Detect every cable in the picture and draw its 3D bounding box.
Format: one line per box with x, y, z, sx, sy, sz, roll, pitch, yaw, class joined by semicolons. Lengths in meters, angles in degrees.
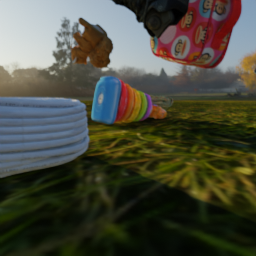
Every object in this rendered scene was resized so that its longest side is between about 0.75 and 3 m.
-1.939;-0.004;4.069;2.695;0.933;2.695;-4;8;-31;cable

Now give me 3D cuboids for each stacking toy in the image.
0.249;-0.729;9.590;2.741;1.504;1.591;10;1;-31;stacking toy

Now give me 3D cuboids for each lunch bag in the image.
1.755;-2.925;6.899;1.133;2.765;2.435;3;18;-33;lunch bag

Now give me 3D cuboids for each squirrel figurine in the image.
-0.664;-1.374;4.939;0.805;0.752;0.570;45;24;9;squirrel figurine

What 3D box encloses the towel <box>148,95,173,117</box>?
0.361;-0.802;11.067;2.473;0.451;1.834;-1;-13;-11;towel

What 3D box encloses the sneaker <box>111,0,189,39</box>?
0.185;-2.696;5.816;2.379;1.363;0.909;7;-26;-15;sneaker

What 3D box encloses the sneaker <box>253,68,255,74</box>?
3.914;-1.573;8.089;0.788;0.291;0.324;14;34;-39;sneaker
